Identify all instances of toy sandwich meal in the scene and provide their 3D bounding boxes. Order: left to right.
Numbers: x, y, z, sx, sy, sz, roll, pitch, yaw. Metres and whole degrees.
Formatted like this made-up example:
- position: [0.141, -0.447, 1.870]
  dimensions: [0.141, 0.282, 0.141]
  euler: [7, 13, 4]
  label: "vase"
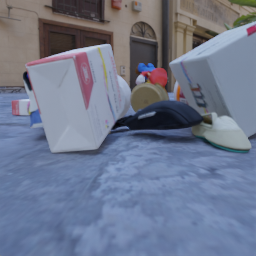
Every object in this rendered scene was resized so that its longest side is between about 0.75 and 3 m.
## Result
- position: [0.583, -0.796, 7.771]
  dimensions: [1.109, 1.109, 0.380]
  euler: [4, 23, 24]
  label: "toy sandwich meal"

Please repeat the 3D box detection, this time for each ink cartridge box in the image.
- position: [-3.514, -0.804, 11.040]
  dimensions: [1.756, 0.592, 1.022]
  euler: [2, 8, 16]
  label: "ink cartridge box"
- position: [-0.798, -0.799, 5.692]
  dimensions: [0.916, 1.580, 2.713]
  euler: [-6, 20, 13]
  label: "ink cartridge box"
- position: [2.633, -1.281, 7.012]
  dimensions: [2.012, 2.002, 2.768]
  euler: [-30, 13, -1]
  label: "ink cartridge box"

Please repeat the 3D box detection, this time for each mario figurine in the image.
- position: [0.818, -1.767, 10.181]
  dimensions: [1.108, 0.951, 1.795]
  euler: [-31, 31, 2]
  label: "mario figurine"

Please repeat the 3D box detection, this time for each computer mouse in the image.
- position: [0.215, -0.225, 6.166]
  dimensions: [1.796, 0.589, 2.558]
  euler: [-14, 8, -42]
  label: "computer mouse"

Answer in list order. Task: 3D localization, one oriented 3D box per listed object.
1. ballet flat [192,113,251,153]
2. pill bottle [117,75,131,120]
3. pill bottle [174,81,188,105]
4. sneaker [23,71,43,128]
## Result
- position: [1.792, 0.012, 5.666]
  dimensions: [0.643, 0.643, 1.851]
  euler: [-2, 9, -14]
  label: "ballet flat"
- position: [-0.680, -1.035, 9.240]
  dimensions: [1.550, 1.550, 2.762]
  euler: [0, 10, -1]
  label: "pill bottle"
- position: [3.205, -1.280, 10.820]
  dimensions: [2.596, 1.466, 1.466]
  euler: [18, 18, 38]
  label: "pill bottle"
- position: [-1.899, -0.772, 6.745]
  dimensions: [0.915, 1.309, 2.266]
  euler: [-8, 7, -9]
  label: "sneaker"
